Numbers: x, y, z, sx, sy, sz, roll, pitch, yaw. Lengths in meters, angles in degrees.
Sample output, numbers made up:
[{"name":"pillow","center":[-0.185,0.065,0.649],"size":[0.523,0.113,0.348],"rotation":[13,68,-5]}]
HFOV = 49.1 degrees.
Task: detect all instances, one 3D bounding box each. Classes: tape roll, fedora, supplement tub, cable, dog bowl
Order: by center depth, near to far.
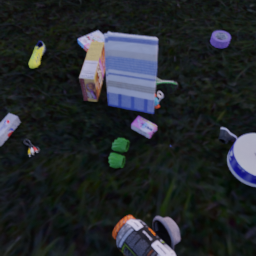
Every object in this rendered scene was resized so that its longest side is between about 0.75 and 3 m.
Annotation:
[{"name":"supplement tub","center":[0.393,3.342,7.877],"size":[1.037,1.037,1.692],"rotation":[-37,54,-23]},{"name":"fedora","center":[1.183,3.096,8.260],"size":[0.494,0.967,1.093],"rotation":[-12,50,-29]},{"name":"dog bowl","center":[4.466,1.104,9.779],"size":[1.797,0.708,1.797],"rotation":[0,54,0]},{"name":"cable","center":[-3.588,0.686,10.380],"size":[0.430,0.223,0.886],"rotation":[-26,58,-18]},{"name":"tape roll","center":[4.602,-4.415,13.982],"size":[0.912,0.388,0.912],"rotation":[0,53,0]}]

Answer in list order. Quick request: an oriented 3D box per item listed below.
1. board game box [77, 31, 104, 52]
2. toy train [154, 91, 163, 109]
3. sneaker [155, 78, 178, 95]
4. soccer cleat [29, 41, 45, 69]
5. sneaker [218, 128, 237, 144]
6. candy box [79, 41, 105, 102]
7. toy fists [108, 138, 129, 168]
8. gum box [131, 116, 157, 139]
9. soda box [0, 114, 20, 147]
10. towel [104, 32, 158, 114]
[{"name":"board game box","center":[-1.751,-4.322,13.994],"size":[1.243,0.251,0.951],"rotation":[-30,59,-20]},{"name":"toy train","center":[0.639,-1.432,11.183],"size":[0.459,1.238,1.649],"rotation":[-30,61,-26]},{"name":"sneaker","center":[1.220,-1.925,11.974],"size":[1.838,0.717,0.783],"rotation":[7,54,6]},{"name":"soccer cleat","center":[-4.311,-3.424,13.093],"size":[0.506,0.655,1.567],"rotation":[7,54,5]},{"name":"sneaker","center":[3.643,0.425,10.289],"size":[0.350,0.991,0.491],"rotation":[6,68,56]},{"name":"candy box","center":[-1.453,-2.413,11.938],"size":[0.651,1.346,2.307],"rotation":[6,55,5]},{"name":"toy fists","center":[-0.345,0.898,9.984],"size":[0.564,0.380,1.106],"rotation":[10,76,20]},{"name":"gum box","center":[0.631,-0.014,10.841],"size":[0.903,0.299,0.513],"rotation":[30,59,20]},{"name":"soda box","center":[-4.718,0.067,10.719],"size":[0.432,0.401,1.265],"rotation":[19,56,13]},{"name":"towel","center":[0.085,-2.065,10.687],"size":[2.156,2.936,0.349],"rotation":[12,30,23]}]
